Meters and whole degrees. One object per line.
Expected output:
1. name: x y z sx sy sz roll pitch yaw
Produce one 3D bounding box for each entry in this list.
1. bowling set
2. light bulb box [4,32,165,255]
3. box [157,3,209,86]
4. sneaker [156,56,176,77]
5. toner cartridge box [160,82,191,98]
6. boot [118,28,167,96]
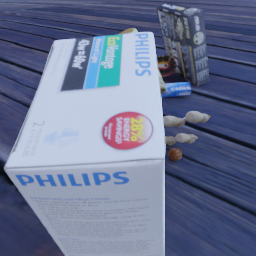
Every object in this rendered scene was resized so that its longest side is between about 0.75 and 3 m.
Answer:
1. bowling set: 1.156 0.215 6.900 1.626 1.132 0.873 -3 -3 36
2. light bulb box: -0.286 0.328 4.249 1.578 2.529 2.507 -3 45 5
3. box: 2.083 -3.196 10.657 0.664 2.704 2.180 -25 35 -9
4. sneaker: 0.614 -2.248 11.014 2.454 0.955 1.008 0 0 3
5. toner cartridge box: 1.616 -1.325 9.717 1.083 0.234 0.514 -4 39 5
6. boot: 0.570 -1.954 9.216 0.969 2.069 2.662 -25 -3 14
